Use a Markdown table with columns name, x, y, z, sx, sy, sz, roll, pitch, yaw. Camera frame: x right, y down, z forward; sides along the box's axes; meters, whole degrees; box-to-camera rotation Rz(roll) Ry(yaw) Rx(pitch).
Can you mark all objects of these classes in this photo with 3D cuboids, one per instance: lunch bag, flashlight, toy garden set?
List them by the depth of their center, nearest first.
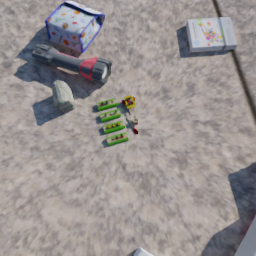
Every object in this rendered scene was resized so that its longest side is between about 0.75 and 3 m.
| name | x | y | z | sx | sy | sz | roll | pitch | yaw |
| --- | --- | --- | --- | --- | --- | --- | --- | --- | --- |
| toy garden set | -0.214 | -0.301 | 8.228 | 1.153 | 0.276 | 1.383 | -16 | 71 | -6 |
| lunch bag | -1.934 | -0.939 | 8.252 | 0.545 | 0.656 | 0.782 | -16 | 71 | -6 |
| flashlight | -1.692 | -2.037 | 8.641 | 2.331 | 0.789 | 0.792 | 20 | 74 | 12 |
| lunch bag | -1.654 | -3.398 | 8.994 | 1.338 | 0.974 | 1.574 | 25 | 59 | 8 |

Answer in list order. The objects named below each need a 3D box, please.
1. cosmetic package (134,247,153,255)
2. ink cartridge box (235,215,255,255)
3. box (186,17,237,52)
| name | x | y | z | sx | sy | sz | roll | pitch | yaw |
| --- | --- | --- | --- | --- | --- | --- | --- | --- | --- |
| cosmetic package | 0.953 | 3.645 | 6.442 | 2.032 | 1.033 | 0.752 | 33 | 74 | 10 |
| ink cartridge box | 4.076 | 3.325 | 6.397 | 2.734 | 1.140 | 1.986 | 35 | 68 | 12 |
| box | 2.718 | -3.073 | 9.206 | 1.444 | 0.297 | 1.126 | -4 | 71 | -1 |
